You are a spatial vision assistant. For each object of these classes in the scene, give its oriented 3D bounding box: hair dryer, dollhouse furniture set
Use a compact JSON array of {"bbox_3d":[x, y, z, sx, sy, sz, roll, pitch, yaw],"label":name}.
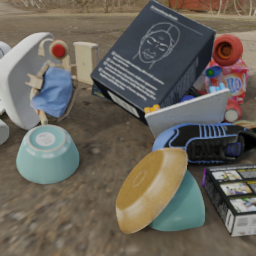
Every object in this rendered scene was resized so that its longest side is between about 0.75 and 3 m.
[{"bbox_3d":[2.646,-0.849,8.486,2.362,0.642,1.799,9,38,-45],"label":"hair dryer"},{"bbox_3d":[-1.340,-3.171,12.690,2.337,1.615,2.476,21,33,35],"label":"dollhouse furniture set"}]

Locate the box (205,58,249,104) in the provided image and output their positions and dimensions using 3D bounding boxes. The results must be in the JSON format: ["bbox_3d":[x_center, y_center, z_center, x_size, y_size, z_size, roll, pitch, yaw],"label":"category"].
[{"bbox_3d":[3.664,-1.982,10.692,1.226,1.281,2.569,5,27,9],"label":"box"}]

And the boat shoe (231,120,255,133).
[{"bbox_3d":[3.475,0.079,7.543,1.407,0.532,0.520,-7,32,3],"label":"boat shoe"}]

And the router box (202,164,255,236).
[{"bbox_3d":[2.528,1.235,5.193,1.883,0.481,1.404,-3,27,-6],"label":"router box"}]

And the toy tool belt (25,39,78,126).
[{"bbox_3d":[-1.781,-1.060,6.660,1.208,1.935,1.189,11,21,-16],"label":"toy tool belt"}]

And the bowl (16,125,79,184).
[{"bbox_3d":[-1.736,0.452,6.082,1.368,0.716,1.368,7,43,-6],"label":"bowl"}]

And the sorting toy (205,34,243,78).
[{"bbox_3d":[2.706,-2.243,8.955,2.014,1.210,0.827,-3,14,40],"label":"sorting toy"}]

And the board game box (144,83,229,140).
[{"bbox_3d":[1.376,-0.296,6.588,1.794,1.795,0.232,-18,67,7],"label":"board game box"}]

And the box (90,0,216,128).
[{"bbox_3d":[0.694,-1.635,7.521,2.002,1.444,2.697,36,83,20],"label":"box"}]

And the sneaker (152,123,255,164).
[{"bbox_3d":[1.859,0.373,6.327,2.586,0.907,1.007,-10,16,-24],"label":"sneaker"}]

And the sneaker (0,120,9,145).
[{"bbox_3d":[-4.449,0.133,6.622,1.569,0.979,2.660,30,28,24],"label":"sneaker"}]

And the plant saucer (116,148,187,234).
[{"bbox_3d":[0.287,0.925,4.698,0.298,1.682,1.682,39,26,-10],"label":"plant saucer"}]

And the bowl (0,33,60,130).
[{"bbox_3d":[-2.833,-1.342,7.902,0.851,2.277,2.281,15,51,12],"label":"bowl"}]

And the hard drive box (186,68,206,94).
[{"bbox_3d":[1.897,-1.830,10.308,1.648,1.284,0.633,0,67,-1],"label":"hard drive box"}]

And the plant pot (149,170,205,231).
[{"bbox_3d":[0.674,1.248,4.686,0.797,0.994,0.994,-12,29,-12],"label":"plant pot"}]

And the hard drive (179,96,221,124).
[{"bbox_3d":[1.811,-0.434,8.663,1.603,0.308,2.429,1,27,-2],"label":"hard drive"}]

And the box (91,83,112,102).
[{"bbox_3d":[-0.650,-1.413,9.670,1.149,0.906,0.293,19,31,8],"label":"box"}]

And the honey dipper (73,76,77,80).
[{"bbox_3d":[-2.435,-1.850,11.481,0.357,0.357,1.881,2,25,5],"label":"honey dipper"}]

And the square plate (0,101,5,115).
[{"bbox_3d":[-4.813,-0.417,8.714,1.828,0.260,1.811,-1,26,-2],"label":"square plate"}]

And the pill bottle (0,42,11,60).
[{"bbox_3d":[-6.494,-3.156,12.810,1.493,1.493,2.496,6,26,12],"label":"pill bottle"}]
